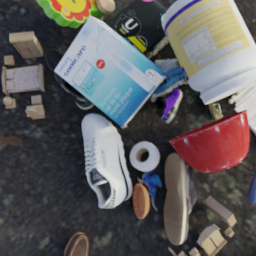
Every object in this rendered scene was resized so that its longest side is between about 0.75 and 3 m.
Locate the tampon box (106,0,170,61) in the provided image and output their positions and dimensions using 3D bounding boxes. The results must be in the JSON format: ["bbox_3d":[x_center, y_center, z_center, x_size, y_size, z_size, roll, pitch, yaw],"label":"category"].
[{"bbox_3d":[0.359,-3.134,9.535,2.107,1.330,1.579,-43,80,-9],"label":"tampon box"}]

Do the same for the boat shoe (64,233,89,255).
[{"bbox_3d":[-1.555,4.108,8.076,0.702,0.701,1.993,20,81,-27],"label":"boat shoe"}]

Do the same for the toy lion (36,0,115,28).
[{"bbox_3d":[-1.883,-4.653,9.156,2.714,0.972,2.831,-12,85,-45],"label":"toy lion"}]

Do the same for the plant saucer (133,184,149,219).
[{"bbox_3d":[0.394,2.188,8.381,0.192,1.028,1.028,2,76,-20],"label":"plant saucer"}]

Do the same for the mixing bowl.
[{"bbox_3d":[2.530,0.515,8.137,2.379,2.379,1.288,-23,87,-5],"label":"mixing bowl"}]

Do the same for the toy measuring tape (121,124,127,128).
[{"bbox_3d":[-0.351,-1.023,9.301,0.750,0.750,2.038,-25,87,-6],"label":"toy measuring tape"}]

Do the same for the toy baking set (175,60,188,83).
[{"bbox_3d":[2.695,-2.193,8.721,2.374,0.276,1.822,7,90,-2],"label":"toy baking set"}]

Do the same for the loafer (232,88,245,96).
[{"bbox_3d":[3.502,-2.456,9.412,0.944,1.046,2.766,-15,79,17],"label":"loafer"}]

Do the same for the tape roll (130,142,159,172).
[{"bbox_3d":[0.521,0.905,8.824,0.920,0.322,0.920,-13,62,26],"label":"tape roll"}]

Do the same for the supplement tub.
[{"bbox_3d":[2.299,-2.200,7.675,1.951,1.951,2.684,-22,84,-5],"label":"supplement tub"}]

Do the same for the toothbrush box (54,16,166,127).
[{"bbox_3d":[-0.488,-1.630,8.263,2.619,1.117,1.918,41,107,2],"label":"toothbrush box"}]

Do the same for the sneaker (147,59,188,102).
[{"bbox_3d":[1.546,-2.023,9.485,2.852,1.069,1.236,-24,55,-14],"label":"sneaker"}]

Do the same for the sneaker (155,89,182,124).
[{"bbox_3d":[1.265,-0.873,9.101,0.718,0.502,1.444,30,53,-7],"label":"sneaker"}]

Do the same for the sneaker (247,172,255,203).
[{"bbox_3d":[4.111,1.294,7.721,0.992,0.891,2.411,32,52,31],"label":"sneaker"}]

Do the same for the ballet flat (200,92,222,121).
[{"bbox_3d":[2.839,-0.806,9.456,0.408,0.408,1.153,-23,82,-5],"label":"ballet flat"}]

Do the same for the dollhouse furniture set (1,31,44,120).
[{"bbox_3d":[-3.581,-1.655,9.278,1.361,1.163,2.626,-7,77,-2],"label":"dollhouse furniture set"}]

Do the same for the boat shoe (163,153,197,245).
[{"bbox_3d":[1.643,2.118,8.493,0.865,0.960,2.668,10,70,-28],"label":"boat shoe"}]

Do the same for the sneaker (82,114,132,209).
[{"bbox_3d":[-0.812,0.925,8.421,1.116,1.176,2.921,-29,78,34],"label":"sneaker"}]

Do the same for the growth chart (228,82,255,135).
[{"bbox_3d":[4.544,-0.505,9.502,1.658,0.203,2.291,-29,78,-7],"label":"growth chart"}]

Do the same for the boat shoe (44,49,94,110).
[{"bbox_3d":[-1.990,-1.792,9.481,0.908,0.855,2.527,-37,79,-6],"label":"boat shoe"}]

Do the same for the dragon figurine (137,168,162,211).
[{"bbox_3d":[0.799,1.738,8.776,0.785,0.464,1.578,-25,72,-7],"label":"dragon figurine"}]

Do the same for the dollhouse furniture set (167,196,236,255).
[{"bbox_3d":[2.210,3.233,8.388,2.005,1.039,0.888,-43,40,-9],"label":"dollhouse furniture set"}]

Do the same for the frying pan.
[{"bbox_3d":[0.338,2.083,8.891,0.788,0.212,1.303,3,67,-6],"label":"frying pan"}]
